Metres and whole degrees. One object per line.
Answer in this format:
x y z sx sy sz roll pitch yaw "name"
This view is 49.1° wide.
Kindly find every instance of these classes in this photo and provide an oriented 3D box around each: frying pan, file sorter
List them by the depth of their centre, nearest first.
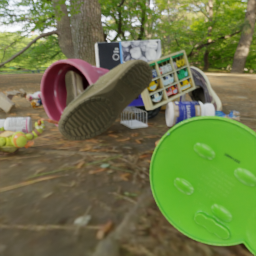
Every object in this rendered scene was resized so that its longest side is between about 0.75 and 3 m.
0.213 -0.410 10.888 0.705 0.632 1.015 -7 16 -25 "file sorter"
0.216 -1.332 11.612 2.829 1.711 0.461 15 -12 -26 "frying pan"

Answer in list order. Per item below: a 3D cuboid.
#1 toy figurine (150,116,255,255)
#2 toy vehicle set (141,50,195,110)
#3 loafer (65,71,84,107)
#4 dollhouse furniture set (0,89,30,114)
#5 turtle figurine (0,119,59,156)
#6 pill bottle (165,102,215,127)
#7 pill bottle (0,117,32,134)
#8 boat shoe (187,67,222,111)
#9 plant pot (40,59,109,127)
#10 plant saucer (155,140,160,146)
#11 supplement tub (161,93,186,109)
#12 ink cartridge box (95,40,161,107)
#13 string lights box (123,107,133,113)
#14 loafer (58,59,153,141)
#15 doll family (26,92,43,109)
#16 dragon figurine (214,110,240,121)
1.896 0.833 4.703 2.425 1.821 2.232 32 19 25 "toy figurine"
1.430 -1.851 10.550 2.581 1.603 0.342 -27 13 -35 "toy vehicle set"
-1.701 -1.064 9.296 0.549 1.608 0.609 -8 10 -44 "loafer"
-5.765 -1.222 14.005 0.887 1.038 2.003 41 18 -1 "dollhouse furniture set"
-3.261 0.285 7.720 2.126 0.849 2.636 3 16 40 "turtle figurine"
2.323 -0.514 10.593 1.676 0.970 0.970 -1 14 -4 "pill bottle"
-3.865 -0.061 9.602 1.016 0.576 0.576 -2 14 -8 "pill bottle"
3.194 -1.749 12.855 0.931 1.033 2.873 -2 56 -36 "boat shoe"
-1.386 -1.179 9.526 2.328 2.328 2.084 9 18 31 "plant pot"
1.243 0.474 8.398 0.856 0.138 0.856 0 13 0 "plant saucer"
1.713 -1.679 14.075 2.075 1.509 1.509 -1 14 -4 "supplement tub"
0.073 -2.047 10.824 2.488 2.511 0.545 -6 8 -9 "ink cartridge box"
-0.143 -2.131 12.485 0.828 2.807 1.442 8 -1 -41 "string lights box"
-0.532 -0.642 6.439 2.480 0.943 0.836 -37 25 -3 "loafer"
-4.048 -1.518 14.271 1.670 1.212 2.691 -11 20 23 "doll family"
3.523 -0.314 10.607 1.971 0.580 0.980 -4 15 -19 "dragon figurine"
